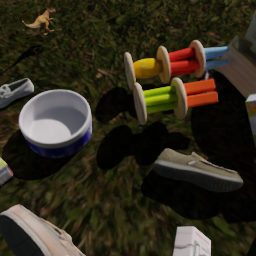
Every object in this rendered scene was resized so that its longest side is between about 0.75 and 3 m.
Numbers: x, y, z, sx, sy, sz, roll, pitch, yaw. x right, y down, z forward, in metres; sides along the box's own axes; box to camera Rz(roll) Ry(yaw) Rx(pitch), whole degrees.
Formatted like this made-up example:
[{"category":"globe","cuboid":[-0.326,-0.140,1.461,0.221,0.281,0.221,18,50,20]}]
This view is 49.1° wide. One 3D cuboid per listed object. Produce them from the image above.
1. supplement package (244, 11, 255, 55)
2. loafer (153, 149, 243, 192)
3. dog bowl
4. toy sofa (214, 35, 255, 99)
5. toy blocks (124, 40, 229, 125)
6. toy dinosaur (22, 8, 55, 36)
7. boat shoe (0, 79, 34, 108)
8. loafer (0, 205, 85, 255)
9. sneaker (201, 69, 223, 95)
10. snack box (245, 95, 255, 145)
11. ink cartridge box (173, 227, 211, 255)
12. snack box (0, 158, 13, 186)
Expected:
[{"category":"supplement package","cuboid":[5.230,-3.160,8.993,2.294,1.346,1.341,-18,56,-13]},{"category":"loafer","cuboid":[1.604,0.885,6.372,1.993,0.750,0.694,14,59,11]},{"category":"dog bowl","cuboid":[-1.804,-0.125,7.157,1.742,0.686,1.742,0,53,0]},{"category":"toy sofa","cuboid":[3.662,-1.494,8.060,0.973,1.146,2.349,3,44,-40]},{"category":"toy blocks","cuboid":[1.525,-1.330,7.448,2.924,1.062,2.437,-11,49,-4]},{"category":"toy dinosaur","cuboid":[-2.840,-3.360,9.043,0.438,0.770,1.449,-2,42,34]},{"category":"boat shoe","cuboid":[-3.420,-1.026,7.954,1.425,0.476,0.524,-32,60,-21]},{"category":"loafer","cuboid":[-1.172,2.304,4.896,2.560,0.920,0.805,50,37,-1]},{"category":"sneaker","cuboid":[2.518,-1.367,8.319,0.590,0.386,1.021,9,64,0]},{"category":"snack box","cuboid":[3.495,-0.202,6.128,1.479,1.248,0.501,-7,19,37]},{"category":"ink cartridge box","cuboid":[1.146,2.342,5.075,0.376,0.651,0.895,-20,38,40]},{"category":"snack box","cuboid":[-3.951,1.242,6.180,1.545,0.576,2.173,32,59,22]}]
